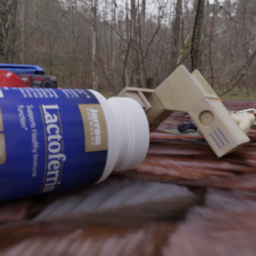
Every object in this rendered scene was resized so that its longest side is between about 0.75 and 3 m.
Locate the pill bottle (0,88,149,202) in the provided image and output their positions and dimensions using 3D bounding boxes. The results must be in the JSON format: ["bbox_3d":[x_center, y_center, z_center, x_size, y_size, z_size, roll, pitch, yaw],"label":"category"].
[{"bbox_3d":[-0.765,0.120,2.951,1.858,1.075,1.075,-4,8,-33],"label":"pill bottle"}]

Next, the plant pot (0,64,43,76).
[{"bbox_3d":[-5.498,-1.883,13.652,2.456,2.208,2.456,-4,19,-25],"label":"plant pot"}]

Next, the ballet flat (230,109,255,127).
[{"bbox_3d":[3.885,-0.270,8.346,1.751,0.619,0.619,5,8,33],"label":"ballet flat"}]

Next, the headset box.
[{"bbox_3d":[-3.902,-1.487,12.334,0.788,2.040,1.518,5,8,31],"label":"headset box"}]

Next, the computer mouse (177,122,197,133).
[{"bbox_3d":[2.151,0.004,7.086,1.660,0.364,0.910,-1,-2,39],"label":"computer mouse"}]

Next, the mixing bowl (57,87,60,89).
[{"bbox_3d":[-4.505,-1.893,17.761,1.515,1.515,0.821,-4,4,-32],"label":"mixing bowl"}]

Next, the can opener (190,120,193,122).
[{"bbox_3d":[2.398,-0.049,8.037,1.263,0.337,0.422,3,40,19],"label":"can opener"}]

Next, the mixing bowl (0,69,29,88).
[{"bbox_3d":[-4.671,-0.994,10.184,2.024,2.024,1.096,1,33,5],"label":"mixing bowl"}]

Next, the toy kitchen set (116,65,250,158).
[{"bbox_3d":[0.659,0.103,4.878,1.845,1.664,1.505,-42,-21,30],"label":"toy kitchen set"}]

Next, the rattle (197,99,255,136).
[{"bbox_3d":[2.274,-0.426,6.139,1.638,1.170,1.066,-23,6,-18],"label":"rattle"}]
